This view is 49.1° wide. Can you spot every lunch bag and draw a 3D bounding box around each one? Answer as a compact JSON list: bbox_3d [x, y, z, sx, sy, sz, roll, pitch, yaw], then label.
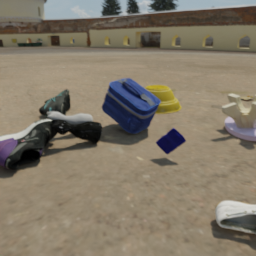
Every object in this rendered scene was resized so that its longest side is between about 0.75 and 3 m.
[{"bbox_3d":[0.080,-1.068,11.369,2.249,1.488,1.528,39,38,19],"label":"lunch bag"}]

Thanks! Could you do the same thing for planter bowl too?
[{"bbox_3d":[1.529,-1.650,14.969,2.666,1.110,2.666,-1,20,0],"label":"planter bowl"}]

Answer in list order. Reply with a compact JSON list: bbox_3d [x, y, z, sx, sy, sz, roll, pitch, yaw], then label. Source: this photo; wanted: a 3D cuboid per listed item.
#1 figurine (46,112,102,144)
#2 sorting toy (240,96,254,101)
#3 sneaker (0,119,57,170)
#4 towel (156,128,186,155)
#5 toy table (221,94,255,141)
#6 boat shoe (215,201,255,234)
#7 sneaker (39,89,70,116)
[{"bbox_3d":[-2.109,-0.146,10.484,1.789,0.790,1.834,11,12,-28],"label":"figurine"},{"bbox_3d":[7.125,-1.767,16.765,0.988,0.132,0.736,-12,19,-31],"label":"sorting toy"},{"bbox_3d":[-3.084,0.622,9.226,1.197,1.035,2.734,26,32,21],"label":"sneaker"},{"bbox_3d":[1.366,0.429,8.995,0.817,0.603,0.202,-41,6,25],"label":"towel"},{"bbox_3d":[4.722,-0.517,11.072,2.077,1.323,2.259,-24,24,-21],"label":"toy table"},{"bbox_3d":[2.750,1.933,5.720,1.853,0.656,0.642,-3,18,18],"label":"boat shoe"},{"bbox_3d":[-3.544,-1.251,13.896,1.147,1.091,2.895,-2,19,-1],"label":"sneaker"}]
